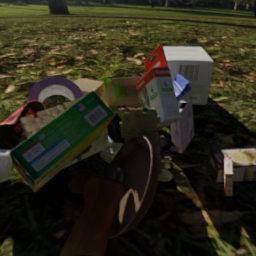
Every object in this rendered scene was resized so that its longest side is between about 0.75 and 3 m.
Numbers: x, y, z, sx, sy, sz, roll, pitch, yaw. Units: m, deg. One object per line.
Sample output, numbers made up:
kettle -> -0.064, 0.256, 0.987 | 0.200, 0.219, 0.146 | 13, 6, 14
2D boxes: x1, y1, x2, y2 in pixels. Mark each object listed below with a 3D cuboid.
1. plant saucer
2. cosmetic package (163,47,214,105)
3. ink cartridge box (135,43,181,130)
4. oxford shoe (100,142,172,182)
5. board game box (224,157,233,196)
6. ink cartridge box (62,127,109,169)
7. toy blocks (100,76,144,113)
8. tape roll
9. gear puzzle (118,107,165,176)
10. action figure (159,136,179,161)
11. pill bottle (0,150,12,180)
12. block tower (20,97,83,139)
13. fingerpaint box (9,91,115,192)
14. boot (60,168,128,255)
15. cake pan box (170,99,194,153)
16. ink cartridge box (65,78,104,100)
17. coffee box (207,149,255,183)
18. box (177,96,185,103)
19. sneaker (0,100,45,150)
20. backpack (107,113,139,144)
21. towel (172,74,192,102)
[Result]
plant saucer -> -0.012, 1.613, 7.765 | 0.494, 2.867, 2.867 | 24, 22, -23
cosmetic package -> 3.063, -2.989, 15.664 | 2.468, 2.453, 2.949 | 1, 30, 1
ink cartridge box -> 0.842, -1.293, 9.207 | 0.650, 2.580, 1.406 | -7, -12, -24
oxford shoe -> 0.282, 1.109, 9.817 | 2.836, 1.066, 0.819 | 17, 62, 33
board game box -> 3.148, 1.523, 8.794 | 0.233, 1.007, 0.763 | -1, 37, 18
ink cartridge box -> -2.236, 0.457, 10.959 | 2.404, 1.014, 1.740 | -24, 37, -30
toy blocks -> 0.112, -1.274, 11.030 | 1.997, 1.460, 2.921 | -8, -10, -19
tape roll -> -3.142, -1.009, 12.374 | 2.336, 0.993, 2.336 | 4, 69, -11
gear puzzle -> 0.511, 0.772, 8.643 | 1.499, 2.895, 0.379 | 2, 15, 37
action figure -> 1.143, 0.905, 10.169 | 1.095, 0.985, 1.470 | -27, -2, -30
pill bottle -> -5.078, 1.195, 9.347 | 2.124, 1.210, 1.210 | 4, 29, -12
block tower -> -2.361, -0.347, 10.348 | 2.941, 0.794, 0.850 | -22, 52, -26
fingerpaint box -> -1.984, 0.461, 8.412 | 1.043, 2.373, 2.844 | 47, 65, 2
boot -> -1.202, 2.412, 7.787 | 2.354, 0.856, 2.500 | -8, 46, 32
cake pan box -> 2.190, -0.133, 11.273 | 0.470, 1.799, 1.657 | 4, 28, 27
ink cartridge box -> -2.403, -2.093, 15.730 | 1.597, 0.728, 1.939 | 10, 29, 12
coffee box -> 3.813, 1.316, 9.888 | 1.730, 0.690, 0.990 | -3, 30, -5
box -> 2.113, -1.233, 14.056 | 1.112, 0.731, 1.118 | -25, 32, -19
sneaker -> -4.295, 0.001, 10.688 | 2.626, 0.968, 1.139 | -43, 19, -21
backpack -> 0.022, 0.060, 11.444 | 1.798, 1.321, 1.645 | -17, 33, -30
towel -> 1.547, -1.217, 12.724 | 0.337, 2.823, 2.044 | 41, 16, -19
